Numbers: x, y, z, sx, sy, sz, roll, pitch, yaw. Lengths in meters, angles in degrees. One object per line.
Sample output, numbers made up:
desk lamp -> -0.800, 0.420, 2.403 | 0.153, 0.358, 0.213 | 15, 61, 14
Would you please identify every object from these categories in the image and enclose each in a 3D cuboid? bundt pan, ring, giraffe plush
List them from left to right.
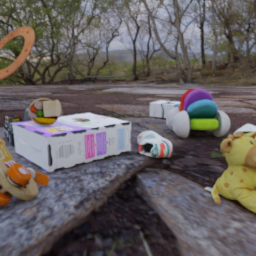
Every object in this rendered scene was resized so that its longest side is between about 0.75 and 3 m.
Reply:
ring -> -4.465, -2.816, 10.678 | 2.496, 2.496, 0.239 | 8, -22, 34
bundt pan -> -4.333, -0.726, 14.432 | 2.118, 0.795, 2.118 | 1, 11, 0
giraffe plush -> 2.434, 0.791, 5.699 | 1.682, 1.364, 1.451 | 5, 13, 24

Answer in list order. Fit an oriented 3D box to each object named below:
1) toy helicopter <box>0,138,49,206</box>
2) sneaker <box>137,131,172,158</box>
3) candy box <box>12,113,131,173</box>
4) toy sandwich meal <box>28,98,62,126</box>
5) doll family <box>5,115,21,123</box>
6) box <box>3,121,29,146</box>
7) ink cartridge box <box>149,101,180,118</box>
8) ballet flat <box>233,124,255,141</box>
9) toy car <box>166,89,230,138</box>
toy helicopter -> -2.501, 0.793, 6.036 | 1.896, 0.748, 1.254 | 46, 6, 28
sneaker -> 0.604, 0.502, 8.867 | 0.842, 0.634, 1.801 | 0, 13, -28
candy box -> -1.739, 0.299, 8.870 | 2.887, 1.033, 2.422 | -11, 16, -40
toy sandwich meal -> -2.367, -0.484, 8.041 | 0.959, 0.959, 0.328 | -5, -15, -24
doll family -> -5.571, -0.403, 13.696 | 0.709, 0.481, 1.227 | -12, 13, -29
box -> -3.518, 0.113, 10.793 | 2.161, 0.470, 1.731 | -6, 16, -31
ink cartridge box -> 2.379, -1.014, 15.657 | 1.985, 0.836, 1.435 | 8, 14, 34
ballet flat -> 4.330, 0.441, 9.046 | 0.943, 0.943, 2.715 | -2, 8, -10
toy car -> 2.806, -0.662, 11.418 | 2.198, 1.884, 2.512 | 0, 12, -5
